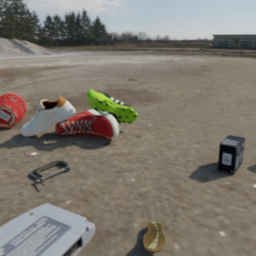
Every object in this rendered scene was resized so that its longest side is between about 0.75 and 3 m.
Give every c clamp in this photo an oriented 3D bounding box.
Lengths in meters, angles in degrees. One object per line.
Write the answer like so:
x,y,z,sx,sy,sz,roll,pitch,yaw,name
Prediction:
-2.477,1.450,9.084,1.262,0.200,1.477,9,22,37,c clamp

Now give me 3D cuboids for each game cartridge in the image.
-2.088,2.505,5.665,1.711,0.534,2.569,6,20,29,game cartridge

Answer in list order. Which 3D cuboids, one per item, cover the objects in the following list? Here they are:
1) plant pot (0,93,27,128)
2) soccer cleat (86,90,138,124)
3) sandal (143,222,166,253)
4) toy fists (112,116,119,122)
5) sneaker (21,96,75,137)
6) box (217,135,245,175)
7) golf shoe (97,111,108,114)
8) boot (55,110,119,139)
-5.800,-0.770,13.482,1.464,1.464,1.333,-1,28,-1,plant pot
-0.627,-0.953,12.178,2.674,0.903,1.084,22,28,-42,soccer cleat
0.567,2.436,6.138,0.480,0.323,1.195,7,6,4,sandal
-0.764,-0.463,14.026,1.322,0.455,0.674,-14,31,-38,toy fists
-3.668,-0.581,11.978,2.700,1.143,0.983,-25,32,15,sneaker
3.471,0.877,9.422,0.591,0.990,1.007,12,23,34,box
-1.075,-1.204,15.309,0.790,0.981,2.018,3,18,16,golf shoe
-1.868,0.012,11.953,2.115,1.061,2.931,-16,20,-32,boot
